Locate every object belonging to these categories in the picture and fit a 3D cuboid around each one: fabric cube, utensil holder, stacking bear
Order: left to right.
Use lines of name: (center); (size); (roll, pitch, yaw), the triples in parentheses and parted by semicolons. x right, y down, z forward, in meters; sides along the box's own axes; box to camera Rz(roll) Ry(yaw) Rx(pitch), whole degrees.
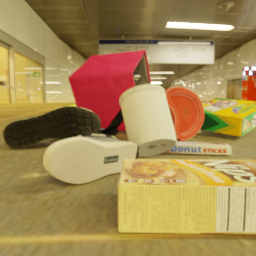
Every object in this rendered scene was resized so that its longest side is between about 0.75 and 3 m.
fabric cube: (-0.555, -1.595, 12.123); (2.659, 2.617, 2.667); (-2, 33, 18)
utensil holder: (0.482, -0.152, 6.994); (1.224, 1.440, 1.224); (-9, -23, -4)
stacking bear: (1.097, -0.328, 9.705); (1.546, 1.650, 2.718); (-17, 2, -35)

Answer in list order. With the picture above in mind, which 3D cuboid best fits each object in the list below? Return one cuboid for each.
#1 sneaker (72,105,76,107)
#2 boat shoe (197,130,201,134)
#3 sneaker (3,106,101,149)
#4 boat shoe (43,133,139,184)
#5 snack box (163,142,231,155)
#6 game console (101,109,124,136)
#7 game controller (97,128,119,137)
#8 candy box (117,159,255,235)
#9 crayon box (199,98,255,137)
sneaker: (-2.112, -0.609, 14.129); (2.782, 1.054, 1.461); (0, 8, -11)
boat shoe: (2.553, 0.021, 11.736); (1.110, 0.385, 0.393); (7, 8, 41)
sneaker: (-2.290, -0.114, 8.797); (2.864, 1.085, 1.254); (-7, 9, -3)
boat shoe: (-0.884, 0.526, 5.687); (1.077, 0.867, 2.323); (15, 5, 40)
snack box: (1.688, 0.555, 7.875); (2.175, 0.264, 0.782); (2, 4, 7)
game console: (-0.317, -0.247, 8.538); (1.125, 0.230, 1.907); (-45, -4, -46)
game controller: (-1.404, 0.135, 10.095); (2.122, 0.447, 1.107); (-1, 11, -38)
candy box: (1.080, 0.873, 3.873); (2.383, 0.659, 1.376); (0, 6, 2)
crayon box: (3.983, -0.533, 11.234); (2.299, 0.777, 2.665); (11, 23, 43)
